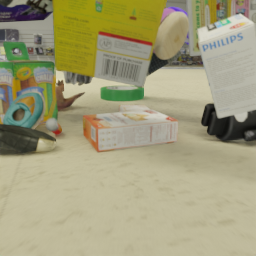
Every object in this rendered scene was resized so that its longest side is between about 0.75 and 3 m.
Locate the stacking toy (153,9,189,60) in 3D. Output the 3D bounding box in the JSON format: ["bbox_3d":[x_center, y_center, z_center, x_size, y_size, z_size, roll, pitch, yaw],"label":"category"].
[{"bbox_3d":[0.147,-2.449,6.262,2.344,1.000,1.000,37,32,26],"label":"stacking toy"}]

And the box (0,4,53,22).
[{"bbox_3d":[-2.875,-3.656,7.279,1.876,1.048,2.658,-24,6,38],"label":"box"}]

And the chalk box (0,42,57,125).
[{"bbox_3d":[-3.209,-1.340,8.444,1.494,2.413,1.501,10,18,32],"label":"chalk box"}]

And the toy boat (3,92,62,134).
[{"bbox_3d":[-2.416,-0.291,7.236,1.535,1.291,0.713,25,-14,7],"label":"toy boat"}]

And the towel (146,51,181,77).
[{"bbox_3d":[0.554,-2.307,7.800,1.575,1.636,0.283,-31,39,2],"label":"towel"}]

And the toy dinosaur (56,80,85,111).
[{"bbox_3d":[-3.024,-1.129,10.480,2.702,1.160,1.831,12,22,-14],"label":"toy dinosaur"}]

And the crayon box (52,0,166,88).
[{"bbox_3d":[-0.286,-2.085,4.620,1.788,2.817,0.715,12,49,-4],"label":"crayon box"}]

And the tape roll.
[{"bbox_3d":[-0.289,-1.700,13.568,2.090,0.502,2.090,1,15,0],"label":"tape roll"}]

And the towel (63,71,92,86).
[{"bbox_3d":[-1.340,-2.230,7.392,0.937,1.812,2.189,-11,-6,-14],"label":"towel"}]

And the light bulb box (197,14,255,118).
[{"bbox_3d":[1.470,-0.920,4.048,0.696,1.115,1.105,-15,23,19],"label":"light bulb box"}]

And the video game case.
[{"bbox_3d":[2.455,-2.992,6.112,2.333,2.562,0.283,-3,25,14],"label":"video game case"}]

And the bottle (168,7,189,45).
[{"bbox_3d":[2.086,-3.425,9.821,0.984,0.769,2.357,43,22,31],"label":"bottle"}]

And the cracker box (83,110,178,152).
[{"bbox_3d":[0.021,0.004,6.969,2.038,0.588,1.365,-5,16,-21],"label":"cracker box"}]

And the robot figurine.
[{"bbox_3d":[2.768,-0.235,6.952,1.793,1.347,1.119,-3,-15,-11],"label":"robot figurine"}]

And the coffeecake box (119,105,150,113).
[{"bbox_3d":[0.217,-0.450,9.006,0.881,0.419,1.148,-2,15,-9],"label":"coffeecake box"}]

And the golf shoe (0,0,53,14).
[{"bbox_3d":[-1.507,-2.278,4.594,0.716,0.871,1.843,-36,31,27],"label":"golf shoe"}]

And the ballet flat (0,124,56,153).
[{"bbox_3d":[-3.019,0.309,6.008,2.888,0.820,0.960,4,2,-10],"label":"ballet flat"}]
